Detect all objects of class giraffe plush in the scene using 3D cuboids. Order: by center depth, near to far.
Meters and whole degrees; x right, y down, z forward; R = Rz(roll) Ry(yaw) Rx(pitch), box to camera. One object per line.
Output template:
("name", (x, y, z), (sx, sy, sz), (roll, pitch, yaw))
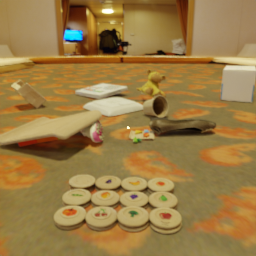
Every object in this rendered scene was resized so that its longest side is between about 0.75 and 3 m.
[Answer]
("giraffe plush", (1.385, -2.333, 14.860), (1.431, 1.345, 1.658), (21, 4, -38))

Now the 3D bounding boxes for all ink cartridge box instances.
("ink cartridge box", (6.224, -2.558, 15.788), (1.641, 1.685, 2.621), (6, 18, 21))

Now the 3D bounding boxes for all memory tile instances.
("memory tile", (-0.181, 1.502, 5.887), (2.440, 0.205, 1.870), (1, 18, 3))

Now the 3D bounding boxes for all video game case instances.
("video game case", (-1.584, -2.192, 16.482), (2.133, 0.278, 2.343), (-23, 26, -39))

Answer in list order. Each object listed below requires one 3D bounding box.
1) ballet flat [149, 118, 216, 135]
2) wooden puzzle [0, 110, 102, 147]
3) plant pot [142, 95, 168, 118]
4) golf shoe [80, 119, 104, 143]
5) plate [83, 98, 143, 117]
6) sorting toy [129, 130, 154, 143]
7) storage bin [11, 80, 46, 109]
("ballet flat", (1.964, -0.004, 10.038), (2.452, 0.568, 0.826), (3, -14, -9))
("wooden puzzle", (-2.489, 0.036, 9.261), (2.619, 0.488, 2.423), (-4, 17, 26))
("plant pot", (1.116, -0.900, 12.159), (0.941, 0.941, 0.861), (-13, 7, -34))
("golf shoe", (-1.269, 0.136, 9.586), (0.788, 0.649, 1.722), (-18, 18, 0))
("plate", (-0.682, -1.089, 13.466), (2.228, 0.361, 2.233), (-14, 23, -38))
("sorting toy", (0.477, 0.276, 9.635), (0.848, 0.169, 1.147), (2, 18, 5))
("storage bin", (-4.898, -1.691, 13.719), (0.627, 1.329, 1.339), (-51, 37, -10))
